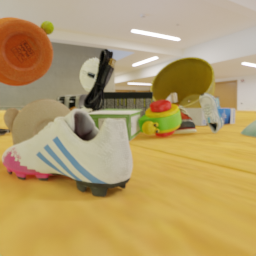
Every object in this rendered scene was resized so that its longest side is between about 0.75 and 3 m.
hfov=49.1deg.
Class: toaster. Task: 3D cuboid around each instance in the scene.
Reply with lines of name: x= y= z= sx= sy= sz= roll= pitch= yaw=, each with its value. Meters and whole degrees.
toaster: x=-2.125 y=-0.944 z=13.182 sx=1.855 sy=1.217 sz=2.052 roll=5 pitch=7 yaw=44

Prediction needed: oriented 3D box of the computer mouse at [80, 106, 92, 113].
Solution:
computer mouse: x=-1.508 y=-0.594 z=10.830 sx=0.326 sy=0.815 sz=1.486 roll=-46 pitch=22 yaw=-28

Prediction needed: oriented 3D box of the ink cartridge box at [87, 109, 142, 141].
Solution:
ink cartridge box: x=-0.262 y=-0.106 z=6.215 sx=0.975 sy=0.557 sz=1.877 roll=0 pitch=7 yaw=10

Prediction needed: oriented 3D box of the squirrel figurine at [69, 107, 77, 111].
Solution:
squirrel figurine: x=-1.066 y=0.101 z=4.824 sx=0.848 sy=0.600 sz=0.792 roll=-22 pitch=22 yaw=-7

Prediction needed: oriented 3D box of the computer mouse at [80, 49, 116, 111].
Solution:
computer mouse: x=-0.911 y=-1.303 z=7.113 sx=0.546 sy=1.364 sz=2.487 roll=14 pitch=10 yaw=-18

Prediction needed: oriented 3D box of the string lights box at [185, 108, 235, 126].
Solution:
string lights box: x=2.900 y=-0.419 z=10.268 sx=2.060 sy=0.607 sz=1.059 roll=-4 pitch=6 yaw=-39

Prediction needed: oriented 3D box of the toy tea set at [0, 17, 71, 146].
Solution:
toy tea set: x=-2.022 y=-0.363 z=3.079 sx=2.869 sy=1.706 sz=1.062 roll=-8 pitch=16 yaw=-26

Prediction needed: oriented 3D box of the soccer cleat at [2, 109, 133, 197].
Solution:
soccer cleat: x=-0.606 y=0.159 z=2.599 sx=1.550 sy=0.669 sz=0.541 roll=2 pitch=5 yaw=34

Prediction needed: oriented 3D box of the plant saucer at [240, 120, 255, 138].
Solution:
plant saucer: x=4.016 y=-0.052 z=6.522 sx=2.598 sy=0.500 sz=2.598 roll=0 pitch=5 yaw=0

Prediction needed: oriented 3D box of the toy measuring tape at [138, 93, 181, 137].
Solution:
toy measuring tape: x=0.980 y=-0.378 z=6.526 sx=0.828 sy=0.828 sz=2.250 roll=3 pitch=24 yaw=30

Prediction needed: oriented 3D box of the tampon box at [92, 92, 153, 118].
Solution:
tampon box: x=-0.212 y=-0.515 z=8.414 sx=1.729 sy=1.092 sz=1.296 roll=0 pitch=5 yaw=-6

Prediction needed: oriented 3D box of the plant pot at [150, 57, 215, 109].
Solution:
plant pot: x=2.786 y=-1.533 z=13.245 sx=2.934 sy=2.934 sz=2.083 roll=3 pitch=-30 yaw=32

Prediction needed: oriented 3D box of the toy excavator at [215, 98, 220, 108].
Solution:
toy excavator: x=4.445 y=-1.390 z=14.974 sx=0.911 sy=1.825 sz=1.774 roll=1 pitch=4 yaw=7

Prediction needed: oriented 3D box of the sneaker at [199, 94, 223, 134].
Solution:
sneaker: x=2.062 y=-0.343 z=6.984 sx=0.405 sy=1.081 sz=0.468 roll=-18 pitch=20 yaw=39

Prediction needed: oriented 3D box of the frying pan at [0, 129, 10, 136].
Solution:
frying pan: x=-3.140 y=0.070 z=6.822 sx=0.715 sy=0.192 sz=1.182 roll=3 pitch=3 yaw=16

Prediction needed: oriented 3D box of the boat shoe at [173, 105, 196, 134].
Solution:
boat shoe: x=1.263 y=-0.260 z=7.565 sx=0.841 sy=0.739 sz=2.363 roll=2 pitch=6 yaw=-1
